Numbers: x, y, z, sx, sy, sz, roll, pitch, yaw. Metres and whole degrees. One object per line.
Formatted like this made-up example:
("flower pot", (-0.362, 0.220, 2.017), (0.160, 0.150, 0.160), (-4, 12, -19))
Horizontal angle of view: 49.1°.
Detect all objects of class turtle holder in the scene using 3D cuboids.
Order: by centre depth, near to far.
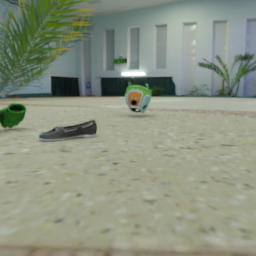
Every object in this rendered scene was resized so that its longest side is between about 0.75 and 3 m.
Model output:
("turtle holder", (0.590, -1.843, 18.560), (1.759, 1.644, 2.315), (11, -16, -7))

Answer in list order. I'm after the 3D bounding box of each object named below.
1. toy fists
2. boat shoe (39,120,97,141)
("toy fists", (-5.714, -0.461, 12.469), (2.302, 1.173, 0.792), (-15, 58, -50))
("boat shoe", (-2.300, 0.068, 10.855), (2.322, 0.662, 0.776), (-5, 10, -30))
